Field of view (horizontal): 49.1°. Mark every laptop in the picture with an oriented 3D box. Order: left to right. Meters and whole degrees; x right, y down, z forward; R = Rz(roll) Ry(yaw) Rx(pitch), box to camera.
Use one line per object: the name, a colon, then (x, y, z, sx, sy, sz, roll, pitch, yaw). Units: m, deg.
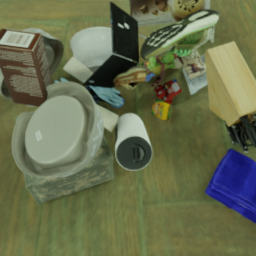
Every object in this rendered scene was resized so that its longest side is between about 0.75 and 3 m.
laptop: (-0.416, -2.023, 7.331, 0.952, 1.634, 1.844, -1, 94, 23)

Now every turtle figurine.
turtle figurine: (0.881, -2.512, 9.476, 2.111, 1.566, 2.177, -17, 43, -24)

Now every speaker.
speaker: (0.082, 0.258, 6.560, 0.785, 0.785, 1.933, -3, 17, -2)

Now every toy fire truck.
toy fire truck: (1.317, -1.210, 9.062, 0.772, 0.516, 0.919, -37, 32, 18)

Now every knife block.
knife block: (3.159, -0.736, 7.671, 0.878, 2.744, 2.408, -19, 30, -8)

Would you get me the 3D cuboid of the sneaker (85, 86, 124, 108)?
sneaker: (-0.901, -1.115, 8.993, 1.627, 0.634, 0.570, 17, 74, 29)

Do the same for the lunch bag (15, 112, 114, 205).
lunch bag: (-1.815, 0.343, 7.795, 2.234, 1.601, 2.724, -16, 57, -13)

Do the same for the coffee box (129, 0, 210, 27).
coffee box: (1.203, -3.979, 8.460, 2.365, 1.337, 0.944, -6, 45, 1)

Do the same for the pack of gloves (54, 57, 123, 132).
pack of gloves: (-1.100, -0.878, 7.762, 1.967, 0.388, 1.653, 35, 41, -15)

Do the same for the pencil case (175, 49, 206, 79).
pencil case: (1.864, -2.309, 8.686, 1.600, 0.716, 0.623, 59, 36, -7)

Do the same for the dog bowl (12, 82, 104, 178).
dog bowl: (-1.525, 0.087, 6.236, 2.206, 0.647, 2.206, -11, 64, 23)

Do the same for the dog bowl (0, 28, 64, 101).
dog bowl: (-3.125, -1.980, 8.640, 0.719, 2.453, 2.453, 43, 67, 5)

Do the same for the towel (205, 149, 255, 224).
towel: (3.444, 1.655, 7.586, 2.257, 0.559, 1.667, 30, 64, 17)

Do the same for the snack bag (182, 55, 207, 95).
snack bag: (2.496, -1.881, 9.473, 1.227, 0.139, 1.301, -32, 48, 29)

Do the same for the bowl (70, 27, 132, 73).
bowl: (-0.805, -2.167, 8.968, 2.145, 2.145, 0.964, 0, 74, 0)

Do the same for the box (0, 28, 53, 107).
box: (-2.503, -1.404, 6.939, 0.971, 1.939, 0.727, 9, 52, 1)

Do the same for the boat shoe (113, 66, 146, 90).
boat shoe: (0.025, -1.219, 7.295, 0.463, 1.225, 0.452, -10, 86, -34)

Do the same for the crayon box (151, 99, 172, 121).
crayon box: (1.045, -0.563, 8.772, 0.200, 0.499, 0.786, -2, 20, -29)

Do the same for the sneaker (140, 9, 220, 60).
sneaker: (1.512, -2.299, 7.702, 2.487, 1.102, 0.956, -29, 34, -10)
